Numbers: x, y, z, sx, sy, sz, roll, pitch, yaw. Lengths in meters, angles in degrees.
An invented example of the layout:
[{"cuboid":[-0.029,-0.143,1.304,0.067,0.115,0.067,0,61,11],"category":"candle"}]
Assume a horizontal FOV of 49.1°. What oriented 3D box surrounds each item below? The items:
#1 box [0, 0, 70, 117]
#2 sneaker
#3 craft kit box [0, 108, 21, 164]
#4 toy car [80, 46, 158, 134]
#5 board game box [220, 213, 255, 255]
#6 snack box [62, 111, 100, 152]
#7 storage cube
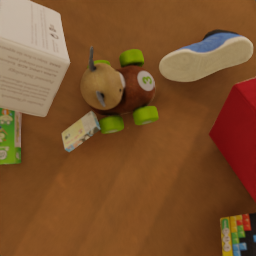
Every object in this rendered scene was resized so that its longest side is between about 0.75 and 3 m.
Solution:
[{"cuboid":[-2.539,-1.646,5.618,2.218,1.450,2.207,13,38,-31],"category":"box"},{"cuboid":[1.810,-1.786,6.836,2.096,1.166,0.805,-15,115,16],"category":"sneaker"},{"cuboid":[-3.562,0.032,6.829,1.790,0.434,1.768,-4,85,0],"category":"craft kit box"},{"cuboid":[-0.328,-0.915,5.996,1.661,2.105,1.729,-15,82,11],"category":"toy car"},{"cuboid":[2.988,2.886,4.827,2.470,2.988,0.847,-23,124,30],"category":"board game box"},{"cuboid":[-1.100,0.082,6.448,0.932,0.173,0.542,-35,45,11],"category":"snack box"},{"cuboid":[3.090,0.094,5.613,1.811,2.119,1.905,-20,60,-13],"category":"storage cube"}]
